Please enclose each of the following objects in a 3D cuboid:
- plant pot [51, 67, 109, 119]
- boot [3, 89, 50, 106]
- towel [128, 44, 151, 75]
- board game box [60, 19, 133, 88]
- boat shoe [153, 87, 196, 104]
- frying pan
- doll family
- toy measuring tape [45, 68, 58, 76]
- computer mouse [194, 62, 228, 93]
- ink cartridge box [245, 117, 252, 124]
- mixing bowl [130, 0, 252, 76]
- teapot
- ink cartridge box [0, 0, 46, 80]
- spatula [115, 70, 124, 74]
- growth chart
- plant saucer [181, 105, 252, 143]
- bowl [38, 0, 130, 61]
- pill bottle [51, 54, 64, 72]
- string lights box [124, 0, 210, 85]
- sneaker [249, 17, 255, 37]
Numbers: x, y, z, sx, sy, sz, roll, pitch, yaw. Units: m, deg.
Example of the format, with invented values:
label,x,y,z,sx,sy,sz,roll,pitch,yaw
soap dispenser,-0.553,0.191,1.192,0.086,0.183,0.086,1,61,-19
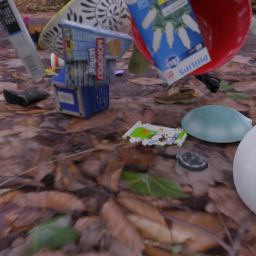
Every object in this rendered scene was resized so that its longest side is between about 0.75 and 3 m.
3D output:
label,x,y,z,sx,sy,sz,roll,pitch,yaw
plant pot,-1.696,-1.276,9.763,1.597,1.597,1.436,13,36,23
boot,-3.989,-1.290,11.000,1.447,0.501,1.260,20,29,22
towel,1.280,-2.879,8.288,2.983,2.213,0.544,-37,79,-17
board game box,-0.569,-1.364,5.287,1.277,1.278,0.394,-6,33,-13
boat shoe,1.793,-1.298,10.791,1.641,0.589,0.621,-2,27,-3
frying pan,1.477,0.750,7.303,0.784,0.211,1.296,-22,38,-37
doll family,-2.925,-3.191,9.921,2.128,0.959,1.321,-1,-7,-7
toy measuring tape,-3.714,-2.748,13.855,1.074,0.395,0.395,18,32,31
computer mouse,2.656,-2.189,8.928,1.616,0.646,2.947,35,49,17
ink cartridge box,3.248,-0.207,9.093,1.118,0.319,0.909,-16,31,-14
mixing bowl,1.315,-2.196,6.257,2.427,2.427,1.315,4,-3,8
teapot,3.375,0.526,5.396,2.734,2.023,2.770,-13,31,-5
ink cartridge box,-3.071,-2.762,7.363,0.496,2.263,2.284,-27,54,-11
spatula,-1.271,-2.868,14.239,2.159,0.222,0.610,7,27,14
growth chart,0.862,0.186,8.413,1.842,0.163,1.333,8,30,17
plant saucer,2.707,-0.276,8.590,2.119,0.408,2.119,-3,29,1
bowl,-0.806,-2.405,7.197,2.709,1.271,2.709,-37,8,6
pill bottle,-2.961,-3.392,14.395,1.812,0.993,0.993,-4,28,-6
string lights box,0.683,-1.779,4.939,0.912,1.775,0.523,-31,28,1
sneaker,4.003,-3.174,8.873,1.056,0.367,0.525,36,35,-20
